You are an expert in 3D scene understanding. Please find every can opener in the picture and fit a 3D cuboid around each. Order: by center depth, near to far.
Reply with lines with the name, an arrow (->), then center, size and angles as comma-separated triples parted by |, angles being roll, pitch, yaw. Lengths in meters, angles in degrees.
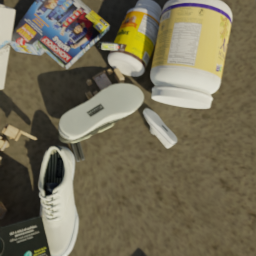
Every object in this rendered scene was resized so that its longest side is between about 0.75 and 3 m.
can opener -> -1.584, 0.466, 8.363 | 0.294, 0.369, 1.102 | -16, 88, -21

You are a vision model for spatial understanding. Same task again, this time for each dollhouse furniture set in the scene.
dollhouse furniture set -> -3.598, 1.129, 7.927 | 1.038, 1.215, 2.345 | 33, 77, -34
dollhouse furniture set -> -0.813, -1.413, 8.597 | 1.233, 0.546, 0.639 | -30, 80, -6

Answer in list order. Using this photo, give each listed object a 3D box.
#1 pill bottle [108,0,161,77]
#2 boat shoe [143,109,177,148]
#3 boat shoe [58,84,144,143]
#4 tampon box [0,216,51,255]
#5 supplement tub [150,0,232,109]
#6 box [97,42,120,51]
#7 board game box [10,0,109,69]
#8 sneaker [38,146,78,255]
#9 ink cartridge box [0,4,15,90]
pill bottle -> 0.277, -2.764, 8.557 | 1.181, 1.181, 2.163 | 21, 78, 4
boat shoe -> 0.850, 0.035, 8.319 | 1.349, 0.496, 0.441 | 51, 125, 12
boat shoe -> -0.793, -0.437, 8.129 | 2.795, 0.890, 0.988 | -28, 78, -27
tampon box -> -2.849, 3.566, 6.608 | 1.459, 1.731, 2.310 | -32, 70, 37
supplement tub -> 1.707, -2.019, 7.887 | 1.960, 1.960, 2.696 | 10, 89, 2
box -> -0.544, -2.222, 7.593 | 0.480, 0.872, 0.151 | -1, 110, -14
board game box -> -2.319, -3.000, 8.821 | 2.506, 0.773, 2.504 | 43, 82, 9
sneaker -> -1.998, 1.911, 7.492 | 1.086, 1.053, 2.975 | -8, 73, 8
ink cartridge box -> -4.537, -2.348, 7.657 | 1.820, 1.788, 2.473 | 18, 109, 4
